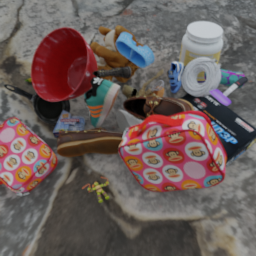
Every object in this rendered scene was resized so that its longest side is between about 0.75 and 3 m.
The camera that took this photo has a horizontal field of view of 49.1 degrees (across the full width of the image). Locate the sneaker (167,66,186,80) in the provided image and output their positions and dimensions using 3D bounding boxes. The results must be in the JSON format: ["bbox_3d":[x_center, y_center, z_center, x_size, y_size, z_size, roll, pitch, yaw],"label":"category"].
[{"bbox_3d":[2.207,-2.356,12.001,0.693,0.488,1.305,-17,8,-16],"label":"sneaker"}]

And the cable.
[{"bbox_3d":[2.659,-1.848,10.238,1.424,1.424,0.493,25,17,39],"label":"cable"}]

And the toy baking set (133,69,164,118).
[{"bbox_3d":[0.830,-1.328,11.396,1.649,0.250,2.149,12,78,63],"label":"toy baking set"}]

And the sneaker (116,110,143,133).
[{"bbox_3d":[0.429,-0.087,11.104,1.176,0.750,2.036,-11,41,-30],"label":"sneaker"}]

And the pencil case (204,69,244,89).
[{"bbox_3d":[3.935,-2.102,11.434,1.563,0.722,0.665,11,51,-5],"label":"pencil case"}]

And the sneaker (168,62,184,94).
[{"bbox_3d":[1.712,-1.885,10.424,0.493,1.198,0.443,7,0,-39],"label":"sneaker"}]

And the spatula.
[{"bbox_3d":[3.483,-1.308,9.346,2.470,0.254,0.698,-31,71,-38],"label":"spatula"}]

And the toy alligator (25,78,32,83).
[{"bbox_3d":[-4.472,-2.392,13.491,1.032,0.248,0.342,-35,24,-28],"label":"toy alligator"}]

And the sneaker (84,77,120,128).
[{"bbox_3d":[-1.094,-0.920,10.161,1.036,2.592,0.925,30,56,-1],"label":"sneaker"}]

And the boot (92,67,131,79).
[{"bbox_3d":[-0.566,-1.857,9.602,1.032,0.410,1.186,-12,14,-33],"label":"boot"}]

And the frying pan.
[{"bbox_3d":[-3.559,-0.890,11.193,2.596,0.423,1.570,-3,84,-35],"label":"frying pan"}]

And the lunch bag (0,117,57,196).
[{"bbox_3d":[-3.839,1.027,9.435,2.405,0.985,2.118,39,73,18],"label":"lunch bag"}]

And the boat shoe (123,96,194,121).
[{"bbox_3d":[0.893,-0.572,9.423,0.998,0.999,2.838,6,3,-36],"label":"boat shoe"}]

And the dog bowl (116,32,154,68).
[{"bbox_3d":[0.213,-2.836,10.384,1.616,0.901,0.400,38,69,8],"label":"dog bowl"}]

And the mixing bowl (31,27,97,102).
[{"bbox_3d":[-2.245,-2.270,10.984,2.820,1.527,2.820,-4,82,29],"label":"mixing bowl"}]

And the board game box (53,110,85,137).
[{"bbox_3d":[-2.349,-0.188,11.258,1.154,0.356,1.153,-2,54,-2],"label":"board game box"}]

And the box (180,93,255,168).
[{"bbox_3d":[2.777,0.037,10.100,2.351,0.680,2.958,-32,59,-20],"label":"box"}]

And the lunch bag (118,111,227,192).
[{"bbox_3d":[1.197,0.684,8.399,2.942,2.591,1.205,-14,33,35],"label":"lunch bag"}]

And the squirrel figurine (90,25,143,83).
[{"bbox_3d":[-0.498,-2.826,12.350,2.656,2.479,1.880,20,4,-42],"label":"squirrel figurine"}]

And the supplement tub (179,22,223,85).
[{"bbox_3d":[3.300,-3.381,12.894,1.789,2.461,1.789,0,47,0],"label":"supplement tub"}]

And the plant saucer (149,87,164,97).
[{"bbox_3d":[1.023,-1.253,11.604,0.218,1.166,1.166,32,42,-23],"label":"plant saucer"}]

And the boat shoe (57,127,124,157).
[{"bbox_3d":[-1.226,0.403,10.333,2.808,0.988,0.987,-2,50,-2],"label":"boat shoe"}]

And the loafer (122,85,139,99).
[{"bbox_3d":[0.155,-1.284,10.634,0.427,1.265,0.481,22,95,23],"label":"loafer"}]

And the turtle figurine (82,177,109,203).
[{"bbox_3d":[-0.993,2.081,9.231,0.928,0.299,0.749,-15,56,-27],"label":"turtle figurine"}]
